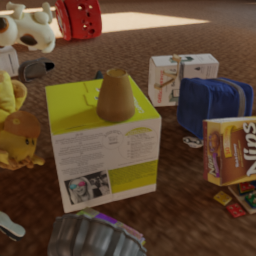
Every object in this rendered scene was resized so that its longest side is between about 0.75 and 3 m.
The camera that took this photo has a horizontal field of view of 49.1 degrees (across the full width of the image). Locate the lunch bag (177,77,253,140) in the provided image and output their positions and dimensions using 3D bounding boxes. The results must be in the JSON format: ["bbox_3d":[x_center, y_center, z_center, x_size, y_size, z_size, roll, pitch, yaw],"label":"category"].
[{"bbox_3d":[2.827,-0.732,9.308,1.718,1.764,2.597,-2,20,-13],"label":"lunch bag"}]

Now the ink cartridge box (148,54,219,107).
[{"bbox_3d":[2.135,-1.894,11.252,2.476,1.807,1.041,-5,35,-5],"label":"ink cartridge box"}]

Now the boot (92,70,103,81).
[{"bbox_3d":[-1.659,-1.852,12.020,1.076,0.558,1.647,-16,35,18],"label":"boot"}]

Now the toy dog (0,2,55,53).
[{"bbox_3d":[-4.716,-4.202,12.289,2.583,1.803,2.505,-12,78,-33],"label":"toy dog"}]

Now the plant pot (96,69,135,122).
[{"bbox_3d":[-0.253,-0.752,5.966,0.869,0.932,0.869,2,35,-2],"label":"plant pot"}]

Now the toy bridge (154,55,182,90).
[{"bbox_3d":[1.421,-1.825,9.481,0.502,1.492,0.203,17,48,-15],"label":"toy bridge"}]

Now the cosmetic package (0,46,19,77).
[{"bbox_3d":[-6.740,-3.270,13.729,2.140,1.316,2.133,-20,39,-27],"label":"cosmetic package"}]

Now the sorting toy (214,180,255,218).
[{"bbox_3d":[3.223,1.669,7.233,1.950,0.330,0.940,-10,35,-14],"label":"sorting toy"}]

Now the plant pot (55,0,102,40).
[{"bbox_3d":[-3.314,-7.280,18.410,2.586,2.840,2.840,-17,37,-18],"label":"plant pot"}]

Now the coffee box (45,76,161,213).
[{"bbox_3d":[-0.736,0.273,7.421,2.442,2.414,2.438,-10,35,-14],"label":"coffee box"}]

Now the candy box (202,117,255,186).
[{"bbox_3d":[3.286,0.511,7.407,2.711,1.581,0.765,-5,7,-20],"label":"candy box"}]

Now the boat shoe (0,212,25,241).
[{"bbox_3d":[-2.631,2.120,6.021,0.852,0.257,0.322,36,18,8],"label":"boat shoe"}]

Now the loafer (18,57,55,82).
[{"bbox_3d":[-4.383,-2.879,13.556,0.836,0.860,2.354,12,36,18],"label":"loafer"}]

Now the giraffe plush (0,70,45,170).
[{"bbox_3d":[-3.394,0.067,7.641,2.270,2.799,2.415,31,29,28],"label":"giraffe plush"}]

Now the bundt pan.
[{"bbox_3d":[-0.635,2.326,5.002,1.845,1.845,0.692,9,45,14],"label":"bundt pan"}]

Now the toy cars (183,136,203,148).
[{"bbox_3d":[2.604,0.496,8.957,1.657,0.367,0.743,-1,9,4],"label":"toy cars"}]

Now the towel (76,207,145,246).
[{"bbox_3d":[-0.583,2.351,6.081,1.671,0.190,1.200,19,21,25],"label":"towel"}]

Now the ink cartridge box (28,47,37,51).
[{"bbox_3d":[-5.941,-5.424,17.424,0.468,0.808,1.391,-6,34,-8],"label":"ink cartridge box"}]
